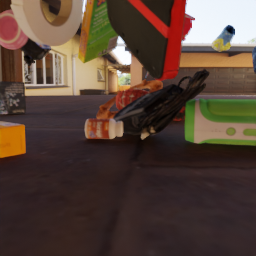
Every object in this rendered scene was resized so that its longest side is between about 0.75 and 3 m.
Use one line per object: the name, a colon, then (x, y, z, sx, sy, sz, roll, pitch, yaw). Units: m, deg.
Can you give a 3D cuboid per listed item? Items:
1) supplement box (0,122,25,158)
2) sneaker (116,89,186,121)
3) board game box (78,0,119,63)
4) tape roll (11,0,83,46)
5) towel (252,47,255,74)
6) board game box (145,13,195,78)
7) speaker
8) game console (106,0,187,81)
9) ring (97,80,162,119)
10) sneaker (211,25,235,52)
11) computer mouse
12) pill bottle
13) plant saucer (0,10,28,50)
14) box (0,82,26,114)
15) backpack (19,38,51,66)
supplement box: (-2.469, 0.161, 4.688, 1.365, 0.502, 0.860, 6, 9, 38)
sneaker: (0.881, -0.744, 9.920, 2.695, 1.049, 1.107, 11, 5, 8)
board game box: (-0.522, -2.641, 6.494, 1.154, 0.362, 2.416, -35, -16, -32)
tape roll: (-1.907, -3.141, 6.951, 0.395, 2.164, 2.164, 18, 15, 24)
towel: (3.083, -1.623, 6.197, 0.657, 0.285, 1.176, -24, 27, 35)
board game box: (0.983, -1.856, 5.820, 0.408, 1.656, 2.096, 26, 31, 2)
speaker: (2.149, -0.103, 5.213, 2.104, 0.931, 0.931, 2, 8, 14)
game console: (0.189, -2.037, 4.440, 0.350, 1.997, 2.258, -21, 54, -17)
ring: (-0.006, -1.040, 9.713, 2.550, 0.245, 2.550, -25, 21, 10)
sneaker: (3.123, -2.840, 8.780, 0.545, 0.756, 1.440, 41, 37, 4)
computer mouse: (0.510, -0.277, 5.984, 1.809, 0.689, 2.613, -40, 12, -21)
pill bottle: (-0.510, 0.018, 6.005, 0.763, 0.428, 0.428, 0, 8, 6)
plant saucer: (-3.201, -2.675, 7.599, 1.034, 1.034, 0.262, 2, 8, 11)
box: (-4.928, -1.281, 11.894, 0.998, 1.345, 0.720, -4, 9, -24)
backpack: (-2.888, -2.650, 8.371, 1.065, 1.383, 1.317, -38, 11, 0)
